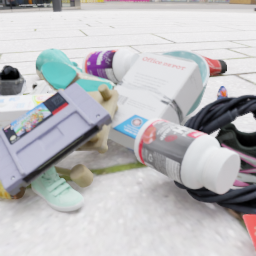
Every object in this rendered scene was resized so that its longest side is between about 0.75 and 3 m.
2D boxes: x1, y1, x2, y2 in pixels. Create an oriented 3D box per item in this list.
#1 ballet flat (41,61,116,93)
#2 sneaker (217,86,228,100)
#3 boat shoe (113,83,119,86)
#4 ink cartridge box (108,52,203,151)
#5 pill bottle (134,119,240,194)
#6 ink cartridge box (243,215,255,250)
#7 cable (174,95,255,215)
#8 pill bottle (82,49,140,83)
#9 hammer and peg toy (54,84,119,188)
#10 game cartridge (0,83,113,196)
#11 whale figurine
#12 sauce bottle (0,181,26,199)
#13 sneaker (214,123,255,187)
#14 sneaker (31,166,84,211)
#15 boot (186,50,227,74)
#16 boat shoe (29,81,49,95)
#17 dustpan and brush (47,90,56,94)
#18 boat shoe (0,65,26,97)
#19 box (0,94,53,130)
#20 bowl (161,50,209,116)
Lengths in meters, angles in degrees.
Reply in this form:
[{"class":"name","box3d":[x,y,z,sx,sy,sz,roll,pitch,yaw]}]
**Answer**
[{"class":"ballet flat","box3d":[-1.470,-1.165,8.365,2.830,0.905,1.070,27,68,27]},{"class":"sneaker","box3d":[3.382,-1.229,10.053,0.383,0.398,1.016,2,27,7]},{"class":"boat shoe","box3d":[-0.985,-1.074,9.220,0.886,0.873,2.500,19,33,33]},{"class":"ink cartridge box","box3d":[0.521,-0.630,7.015,1.720,1.008,2.349,24,69,38]},{"class":"pill bottle","box3d":[1.002,0.485,4.951,0.948,0.948,1.713,-22,31,-36]},{"class":"ink cartridge box","box3d":[2.487,1.766,4.116,1.447,0.487,0.841,2,27,4]},{"class":"cable","box3d":[1.933,0.392,5.241,2.666,2.175,0.677,11,-5,38]},{"class":"pill bottle","box3d":[-0.516,-2.036,9.308,1.940,1.091,1.091,5,25,34]},{"class":"hammer and peg toy","box3d":[-1.183,0.084,6.092,1.652,0.792,2.245,-2,54,23]},{"class":"game cartridge","box3d":[-1.571,0.080,5.395,2.219,0.426,1.438,-38,53,-13]},{"class":"whale figurine","box3d":[-2.922,-2.685,11.949,2.384,1.237,1.896,22,34,38]},{"class":"sauce bottle","box3d":[-2.712,1.121,5.452,1.359,0.449,0.449,3,27,10]},{"class":"sneaker","box3d":[3.057,0.627,5.512,2.893,1.249,1.162,8,30,14]},{"class":"sneaker","box3d":[-1.392,1.018,5.256,1.320,0.779,0.486,18,32,30]},{"class":"boot","box3d":[3.678,-3.132,13.378,1.627,0.817,2.256,-7,36,-14]},{"class":"boat shoe","box3d":[-3.034,-1.354,9.573,0.508,0.557,1.548,34,47,-21]},{"class":"dustpan and brush","box3d":[-1.918,-1.075,9.837,1.605,0.459,1.120,-15,35,-14]},{"class":"boat shoe","box3d":[-4.403,-1.826,10.445,1.046,0.991,2.991,0,26,-15]},{"class":"box","box3d":[-2.831,-0.212,7.378,1.972,0.999,1.109,-5,27,-9]},{"class":"bowl","box3d":[1.352,-1.138,8.484,2.273,1.189,2.273,-13,50,16]}]
